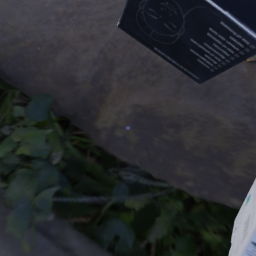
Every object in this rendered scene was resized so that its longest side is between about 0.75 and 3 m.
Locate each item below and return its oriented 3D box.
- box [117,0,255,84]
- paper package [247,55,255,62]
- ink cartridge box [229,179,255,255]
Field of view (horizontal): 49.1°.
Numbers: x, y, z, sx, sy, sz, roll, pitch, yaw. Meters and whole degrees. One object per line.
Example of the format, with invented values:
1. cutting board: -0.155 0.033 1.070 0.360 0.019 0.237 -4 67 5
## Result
1. box: 1.409 -2.493 5.807 2.609 2.565 1.617 33 78 -8
2. paper package: 4.092 -2.718 9.221 0.411 0.757 0.794 -9 55 -6
3. ink cartridge box: 2.133 0.779 3.843 0.576 2.743 1.637 21 22 19
